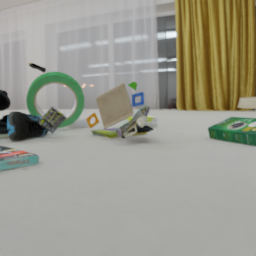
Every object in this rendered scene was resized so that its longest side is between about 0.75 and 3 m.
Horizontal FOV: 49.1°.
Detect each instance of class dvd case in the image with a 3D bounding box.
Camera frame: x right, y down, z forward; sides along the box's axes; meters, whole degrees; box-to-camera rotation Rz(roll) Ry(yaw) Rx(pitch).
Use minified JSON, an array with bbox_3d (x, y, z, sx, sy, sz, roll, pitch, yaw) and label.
[{"bbox_3d":[-3.530,0.725,6.756,2.369,0.261,1.730,6,8,41],"label":"dvd case"}]

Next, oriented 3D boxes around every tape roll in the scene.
[{"bbox_3d":[-3.507,-1.325,13.617,2.708,2.708,0.651,-1,24,-15],"label":"tape roll"}]

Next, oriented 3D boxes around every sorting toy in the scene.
[{"bbox_3d":[-0.490,-0.794,10.443,2.558,1.440,0.348,-25,-24,23],"label":"sorting toy"}]

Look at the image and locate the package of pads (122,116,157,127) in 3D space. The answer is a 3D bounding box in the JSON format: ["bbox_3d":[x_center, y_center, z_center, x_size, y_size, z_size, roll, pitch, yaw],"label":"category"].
[{"bbox_3d":[0.660,-0.364,16.101,1.422,0.628,1.840,-4,8,-27],"label":"package of pads"}]

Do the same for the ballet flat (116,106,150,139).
[{"bbox_3d":[0.240,-0.121,9.085,1.407,0.506,0.506,-40,-5,15],"label":"ballet flat"}]

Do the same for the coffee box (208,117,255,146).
[{"bbox_3d":[4.254,0.081,10.264,1.422,0.508,2.312,-23,16,-26],"label":"coffee box"}]

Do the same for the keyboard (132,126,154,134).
[{"bbox_3d":[0.220,0.057,10.475,1.291,0.209,2.032,-1,3,-1],"label":"keyboard"}]

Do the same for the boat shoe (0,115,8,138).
[{"bbox_3d":[-5.178,-0.118,11.931,1.010,0.896,2.701,3,5,13],"label":"boat shoe"}]

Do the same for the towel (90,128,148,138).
[{"bbox_3d":[-0.354,0.187,12.415,2.200,0.250,1.580,-6,8,-40],"label":"towel"}]

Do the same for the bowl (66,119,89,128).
[{"bbox_3d":[-2.918,-0.268,15.951,1.278,0.478,1.279,-3,8,-26],"label":"bowl"}]

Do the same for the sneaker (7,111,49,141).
[{"bbox_3d":[-3.896,-0.135,11.255,1.226,1.096,2.994,0,6,-1],"label":"sneaker"}]

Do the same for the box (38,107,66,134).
[{"bbox_3d":[-2.918,-0.295,10.757,0.690,0.862,0.191,39,16,-21],"label":"box"}]

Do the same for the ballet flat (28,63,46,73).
[{"bbox_3d":[-3.888,-2.626,11.973,0.827,0.235,0.275,23,44,0],"label":"ballet flat"}]

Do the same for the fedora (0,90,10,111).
[{"bbox_3d":[-4.082,-0.938,8.710,0.919,0.919,0.420,0,45,0],"label":"fedora"}]
